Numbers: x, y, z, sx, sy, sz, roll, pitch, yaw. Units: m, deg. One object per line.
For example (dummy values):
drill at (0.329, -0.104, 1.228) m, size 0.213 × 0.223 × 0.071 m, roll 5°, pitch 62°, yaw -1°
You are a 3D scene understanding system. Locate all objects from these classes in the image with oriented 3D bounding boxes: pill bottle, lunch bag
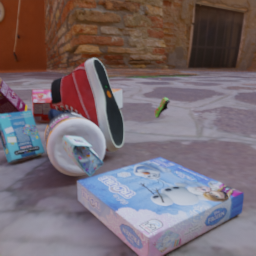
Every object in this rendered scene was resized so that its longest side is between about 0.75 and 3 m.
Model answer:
pill bottle at (-1.420, 0.296, 7.000) m, size 1.290 × 1.290 × 2.217 m, roll -5°, pitch 10°, yaw -19°
lunch bag at (-0.937, 0.482, 5.529) m, size 0.468 × 0.767 × 0.653 m, roll -43°, pitch 33°, yaw -11°

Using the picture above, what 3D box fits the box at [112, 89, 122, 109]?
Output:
box at (-1.165, -1.324, 13.738) m, size 1.245 × 0.976 × 2.001 m, roll 4°, pitch 15°, yaw 16°

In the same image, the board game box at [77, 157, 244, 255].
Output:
board game box at (0.517, 1.261, 5.164) m, size 2.178 × 0.475 × 2.189 m, roll -12°, pitch 18°, yaw -34°

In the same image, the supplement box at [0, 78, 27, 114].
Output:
supplement box at (-4.524, -0.959, 9.776) m, size 0.987 × 1.788 × 0.766 m, roll -27°, pitch 39°, yaw 8°

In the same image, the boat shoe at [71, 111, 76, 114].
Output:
boat shoe at (-1.281, -0.051, 9.066) m, size 2.492 × 0.897 × 0.841 m, roll 11°, pitch 60°, yaw 46°

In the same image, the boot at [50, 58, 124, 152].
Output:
boot at (-1.288, -0.396, 8.092) m, size 1.935 × 2.682 × 0.971 m, roll -23°, pitch -11°, yaw 23°

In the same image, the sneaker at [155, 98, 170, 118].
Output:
sneaker at (1.413, -0.777, 11.506) m, size 0.391 × 0.934 × 0.359 m, roll 19°, pitch 25°, yaw -28°

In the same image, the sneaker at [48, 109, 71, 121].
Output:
sneaker at (-1.613, -0.650, 10.529) m, size 2.703 × 0.948 × 1.109 m, roll -6°, pitch -8°, yaw -18°

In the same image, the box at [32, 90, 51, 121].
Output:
box at (-2.984, -0.957, 11.705) m, size 1.955 × 0.975 × 0.933 m, roll -2°, pitch 43°, yaw -20°

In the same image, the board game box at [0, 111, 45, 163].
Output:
board game box at (-2.926, 0.210, 7.572) m, size 0.953 × 1.262 × 0.296 m, roll -13°, pitch -10°, yaw -46°
